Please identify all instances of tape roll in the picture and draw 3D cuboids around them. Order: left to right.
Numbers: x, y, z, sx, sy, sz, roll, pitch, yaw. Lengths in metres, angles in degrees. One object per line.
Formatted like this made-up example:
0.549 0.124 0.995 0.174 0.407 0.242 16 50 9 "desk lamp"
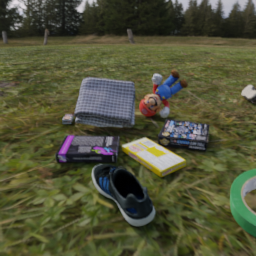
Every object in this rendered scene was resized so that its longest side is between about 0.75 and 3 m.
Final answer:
3.765 1.953 7.316 2.076 0.499 2.076 -9 35 6 "tape roll"

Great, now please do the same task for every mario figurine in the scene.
1.720 -1.674 14.418 2.789 1.478 1.722 -43 44 7 "mario figurine"

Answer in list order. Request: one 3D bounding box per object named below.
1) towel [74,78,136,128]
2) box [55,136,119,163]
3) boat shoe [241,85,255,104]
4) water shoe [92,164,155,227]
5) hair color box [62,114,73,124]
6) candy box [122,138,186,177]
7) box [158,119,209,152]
-1.012 -1.211 13.411 2.785 1.192 2.306 6 56 -1 "towel"
-1.503 0.811 10.934 2.264 0.409 1.619 0 23 2 "box"
7.701 -2.007 17.397 0.728 0.855 2.556 45 22 -5 "boat shoe"
-0.199 1.524 8.068 1.049 1.157 2.933 -22 31 -26 "water shoe"
-3.042 -0.446 14.145 0.390 0.239 0.789 0 23 -1 "hair color box"
0.904 1.032 10.488 1.198 0.310 2.344 -19 30 -30 "candy box"
2.449 0.269 12.110 1.986 0.497 2.000 6 24 16 "box"
